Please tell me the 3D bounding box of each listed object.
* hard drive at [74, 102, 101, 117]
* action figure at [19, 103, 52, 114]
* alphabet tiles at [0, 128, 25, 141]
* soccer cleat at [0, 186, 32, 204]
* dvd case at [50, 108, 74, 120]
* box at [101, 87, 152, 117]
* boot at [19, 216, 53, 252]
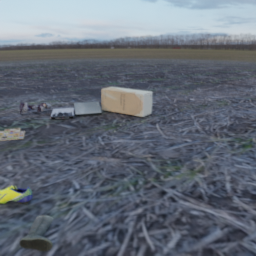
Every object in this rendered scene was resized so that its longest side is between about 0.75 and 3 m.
[{"bbox_3d":[-2.358,-1.095,16.267,1.487,0.244,1.037,-5,44,-15],"label":"hard drive"},{"bbox_3d":[-5.363,-1.182,16.365,1.830,0.635,1.190,-5,0,-22],"label":"action figure"},{"bbox_3d":[-5.492,0.298,13.138,1.214,0.055,1.452,-5,20,-14],"label":"alphabet tiles"},{"bbox_3d":[-3.371,1.856,7.916,1.314,0.550,0.425,0,19,0],"label":"soccer cleat"},{"bbox_3d":[-3.740,-0.821,16.103,1.260,0.207,1.676,-3,19,-8],"label":"dvd case"},{"bbox_3d":[-0.094,-1.568,16.475,2.889,1.372,1.123,10,19,30],"label":"box"},{"bbox_3d":[-2.004,2.464,6.629,0.844,0.337,0.928,6,13,11],"label":"boot"}]
